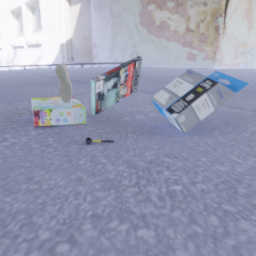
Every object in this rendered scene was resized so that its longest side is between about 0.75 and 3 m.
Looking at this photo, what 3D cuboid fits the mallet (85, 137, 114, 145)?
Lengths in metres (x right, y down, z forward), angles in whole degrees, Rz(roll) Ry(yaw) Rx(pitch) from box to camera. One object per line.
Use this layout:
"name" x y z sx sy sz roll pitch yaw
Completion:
"mallet" -0.922 0.444 9.067 0.921 0.190 0.303 3 15 -3

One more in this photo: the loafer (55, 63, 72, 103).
"loafer" -1.922 -1.385 8.632 0.441 1.226 0.385 1 29 12

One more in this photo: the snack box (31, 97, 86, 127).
"snack box" -3.110 -0.787 12.227 2.042 0.761 2.872 -5 17 -18

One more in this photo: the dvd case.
"dvd case" -0.481 -1.783 11.828 0.285 1.892 2.591 39 56 24

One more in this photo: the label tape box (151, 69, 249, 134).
"label tape box" 2.536 -1.347 10.366 2.898 0.917 2.090 -38 31 0
